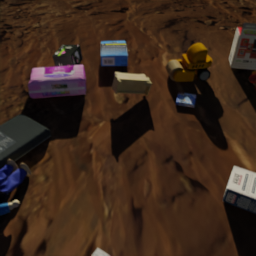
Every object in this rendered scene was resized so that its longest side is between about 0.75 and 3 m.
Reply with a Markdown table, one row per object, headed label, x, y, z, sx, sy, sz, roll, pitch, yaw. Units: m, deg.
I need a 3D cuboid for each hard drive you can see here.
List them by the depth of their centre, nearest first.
| label | x | y | z | sx | sy | sz | roll | pitch | yaw |
| --- | --- | --- | --- | --- | --- | --- | --- | --- | --- |
| hard drive | -4.150 | 0.465 | 9.741 | 1.656 | 0.390 | 2.373 | 25 | 46 | 27 |

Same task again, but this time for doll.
| label | x | y | z | sx | sy | sz | roll | pitch | yaw |
| --- | --- | --- | --- | --- | --- | --- | --- | --- | --- |
| doll | -3.726 | 1.927 | 7.883 | 1.596 | 0.567 | 2.339 | 15 | 42 | 14 |

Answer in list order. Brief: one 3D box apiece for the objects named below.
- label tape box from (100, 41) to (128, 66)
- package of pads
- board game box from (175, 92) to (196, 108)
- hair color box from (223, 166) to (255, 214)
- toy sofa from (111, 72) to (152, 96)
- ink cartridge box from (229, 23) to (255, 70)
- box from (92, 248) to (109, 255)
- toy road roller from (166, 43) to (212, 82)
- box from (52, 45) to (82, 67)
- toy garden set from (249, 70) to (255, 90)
| label | x | y | z | sx | sy | sz | roll | pitch | yaw |
| --- | --- | --- | --- | --- | --- | --- | --- | --- | --- |
| label tape box | -0.762 | -3.956 | 14.808 | 1.372 | 0.633 | 1.914 | -2 | 38 | -4 |
| package of pads | -3.085 | -2.051 | 12.305 | 2.422 | 0.916 | 1.459 | -6 | 42 | -7 |
| board game box | 2.453 | -1.190 | 11.874 | 0.775 | 0.169 | 0.778 | 11 | 41 | 11 |
| hair color box | 3.812 | 1.916 | 7.861 | 1.995 | 0.604 | 0.998 | 19 | 44 | 21 |
| toy sofa | 0.125 | -1.849 | 11.886 | 1.586 | 0.657 | 0.774 | -1 | 40 | -24 |
| ink cartridge box | 6.545 | -4.059 | 13.604 | 2.630 | 2.309 | 1.103 | 7 | 41 | 7 |
| box | -0.767 | 3.362 | 6.388 | 0.592 | 0.305 | 1.015 | 24 | 46 | 26 |
| toy road roller | 2.881 | -3.085 | 13.073 | 2.063 | 1.506 | 1.268 | -6 | 41 | -7 |
| box | -3.014 | -3.523 | 14.061 | 1.004 | 0.840 | 1.352 | 3 | 39 | 12 |
| toy garden set | 5.343 | -2.110 | 10.467 | 0.553 | 2.312 | 2.773 | 1 | 66 | 43 |
